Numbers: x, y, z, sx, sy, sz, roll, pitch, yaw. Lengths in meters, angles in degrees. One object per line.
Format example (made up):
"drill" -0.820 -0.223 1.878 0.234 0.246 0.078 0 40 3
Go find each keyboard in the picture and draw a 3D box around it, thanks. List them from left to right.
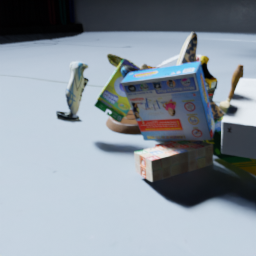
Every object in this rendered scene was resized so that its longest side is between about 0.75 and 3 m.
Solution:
"keyboard" 1.855 -2.820 11.588 0.562 0.106 1.997 -39 14 -22

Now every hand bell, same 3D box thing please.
"hand bell" 4.348 -1.366 11.752 1.350 2.592 1.350 8 25 -4

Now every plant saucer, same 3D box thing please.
"plant saucer" 0.111 -0.358 12.422 2.234 0.385 2.234 0 25 0

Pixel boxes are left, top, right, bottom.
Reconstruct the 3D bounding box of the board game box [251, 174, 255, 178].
"board game box" 4.481 1.103 9.203 1.436 0.394 2.274 -9 26 -15

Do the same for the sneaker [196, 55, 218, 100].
"sneaker" 2.875 -1.387 10.913 1.150 2.955 1.214 -25 11 -40

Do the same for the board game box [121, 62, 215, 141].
"board game box" 1.305 -0.708 8.888 2.419 2.368 0.676 -2 37 31

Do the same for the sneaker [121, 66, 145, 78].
"sneaker" 0.693 -1.712 9.785 2.000 0.819 0.732 25 -16 -19

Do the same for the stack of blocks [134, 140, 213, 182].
"stack of blocks" 1.363 0.931 8.879 2.302 0.674 1.326 -11 13 -26

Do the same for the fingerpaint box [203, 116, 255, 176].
"fingerpaint box" 4.413 0.136 9.213 2.979 1.093 2.485 -25 29 -23

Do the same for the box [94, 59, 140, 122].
"box" -0.226 -1.331 10.114 1.216 2.072 0.501 33 -15 -6

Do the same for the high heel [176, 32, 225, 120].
"high heel" 2.453 -1.546 8.998 1.952 2.738 0.978 13 30 6

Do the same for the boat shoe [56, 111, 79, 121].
"boat shoe" -2.798 -0.582 12.925 1.152 0.356 0.431 9 26 18

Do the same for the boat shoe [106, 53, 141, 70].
"boat shoe" -0.180 -2.446 10.822 1.462 0.533 0.460 33 0 15

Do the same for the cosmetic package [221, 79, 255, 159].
"cosmetic package" 3.728 -0.371 8.045 1.493 1.049 2.945 9 35 28

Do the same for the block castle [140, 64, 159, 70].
"block castle" 1.226 -1.238 11.830 1.842 1.293 2.757 2 60 -23

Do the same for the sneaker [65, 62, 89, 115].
"sneaker" -1.996 -1.588 11.134 0.797 2.199 0.790 2 -8 8
